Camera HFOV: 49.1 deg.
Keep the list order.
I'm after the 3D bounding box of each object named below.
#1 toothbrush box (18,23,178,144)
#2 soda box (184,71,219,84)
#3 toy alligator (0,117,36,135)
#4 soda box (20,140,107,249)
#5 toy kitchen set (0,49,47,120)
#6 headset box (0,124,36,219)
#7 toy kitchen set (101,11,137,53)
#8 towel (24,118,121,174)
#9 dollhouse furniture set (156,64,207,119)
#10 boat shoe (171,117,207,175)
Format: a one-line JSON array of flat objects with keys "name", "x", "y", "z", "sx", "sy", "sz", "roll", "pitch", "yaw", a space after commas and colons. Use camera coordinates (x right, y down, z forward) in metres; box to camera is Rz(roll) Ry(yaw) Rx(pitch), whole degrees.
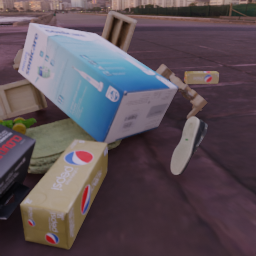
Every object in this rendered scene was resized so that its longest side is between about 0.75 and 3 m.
[{"name": "toothbrush box", "x": -0.673, "y": -1.087, "z": 6.247, "sx": 2.852, "sy": 1.216, "sz": 2.088, "roll": 39, "pitch": 29, "yaw": 23}, {"name": "soda box", "x": 2.861, "y": -1.969, "z": 10.939, "sx": 1.254, "sy": 0.425, "sz": 0.401, "roll": -1, "pitch": 24, "yaw": -2}, {"name": "toy alligator", "x": -2.587, "y": 0.073, "z": 5.487, "sx": 1.539, "sy": 0.370, "sz": 0.510, "roll": -7, "pitch": 22, "yaw": -16}, {"name": "soda box", "x": -0.855, "y": 0.869, "z": 4.295, "sx": 0.641, "sy": 0.606, "sz": 1.894, "roll": 7, "pitch": 24, "yaw": 9}, {"name": "toy kitchen set", "x": -3.139, "y": -1.025, "z": 7.084, "sx": 1.699, "sy": 1.536, "sz": 1.883, "roll": -16, "pitch": 9, "yaw": -9}, {"name": "headset box", "x": -2.679, "y": 0.530, "z": 3.711, "sx": 2.615, "sy": 1.010, "sz": 1.946, "roll": 24, "pitch": 26, "yaw": -2}, {"name": "toy kitchen set", "x": -1.041, "y": -2.365, "z": 8.397, "sx": 1.801, "sy": 1.992, "sz": 2.208, "roll": 21, "pitch": 33, "yaw": -3}, {"name": "towel", "x": -1.385, "y": 0.286, "z": 5.900, "sx": 2.197, "sy": 0.401, "sz": 1.630, "roll": -20, "pitch": 30, "yaw": -37}, {"name": "dollhouse furniture set", "x": 1.460, "y": -0.926, "z": 8.089, "sx": 0.910, "sy": 0.777, "sz": 1.756, "roll": 24, "pitch": 21, "yaw": -53}, {"name": "boat shoe", "x": 1.078, "y": 0.350, "z": 4.895, "sx": 0.357, "sy": 1.055, "sz": 0.379, "roll": 24, "pitch": -1, "yaw": -33}]
